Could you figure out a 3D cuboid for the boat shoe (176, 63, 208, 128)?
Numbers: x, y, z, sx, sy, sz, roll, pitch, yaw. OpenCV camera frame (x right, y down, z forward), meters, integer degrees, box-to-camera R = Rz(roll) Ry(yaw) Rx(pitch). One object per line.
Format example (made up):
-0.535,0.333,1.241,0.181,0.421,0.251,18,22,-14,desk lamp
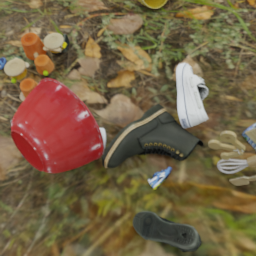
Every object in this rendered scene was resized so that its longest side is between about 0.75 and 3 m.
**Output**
2.126,-1.149,9.075,0.918,1.033,2.808,-13,48,22,boat shoe

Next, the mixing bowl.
-2.048,0.209,7.319,2.630,2.630,1.424,34,55,20,mixing bowl

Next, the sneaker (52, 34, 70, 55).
-2.698,-3.284,11.021,0.709,0.473,1.237,-12,42,10,sneaker

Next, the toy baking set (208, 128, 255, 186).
3.123,0.717,6.954,1.989,2.591,0.301,0,50,31,toy baking set

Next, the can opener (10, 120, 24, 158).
-3.324,0.318,8.765,0.375,0.470,1.407,-15,67,-27,can opener

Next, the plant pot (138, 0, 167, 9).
0.867,-6.238,12.500,1.689,1.689,1.199,-32,35,-20,plant pot

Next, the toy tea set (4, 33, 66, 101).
-3.318,-2.171,10.060,1.687,1.050,2.837,14,66,11,toy tea set

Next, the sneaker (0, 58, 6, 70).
-5.002,-2.354,10.469,0.370,0.412,1.002,28,59,20,sneaker

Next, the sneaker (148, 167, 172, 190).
0.924,1.377,8.043,0.848,0.314,0.349,-38,62,-23,sneaker

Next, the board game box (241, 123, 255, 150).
4.734,0.352,8.587,1.666,0.514,1.665,-26,61,-16,board game box

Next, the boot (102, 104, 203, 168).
0.762,0.608,8.156,1.889,1.058,2.731,40,65,19,boot

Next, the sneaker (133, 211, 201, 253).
0.993,2.643,7.022,1.796,1.029,0.687,3,59,34,sneaker

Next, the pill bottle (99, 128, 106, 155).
-1.558,0.354,8.124,1.690,0.979,0.979,3,55,-17,pill bottle
